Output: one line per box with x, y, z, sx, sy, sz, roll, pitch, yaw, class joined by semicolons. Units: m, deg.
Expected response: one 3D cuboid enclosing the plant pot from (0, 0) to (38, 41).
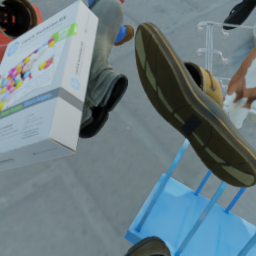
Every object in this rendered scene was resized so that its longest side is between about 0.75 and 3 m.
-2.617;-2.428;6.204;0.898;0.908;0.908;24;57;42;plant pot

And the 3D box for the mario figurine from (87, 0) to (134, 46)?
-0.439;-3.247;6.569;1.650;2.674;1.417;1;69;12;mario figurine

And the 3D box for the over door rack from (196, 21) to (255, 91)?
2.620;-1.657;6.522;2.063;0.687;1.524;3;78;7;over door rack

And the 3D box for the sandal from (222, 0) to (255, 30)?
2.584;-2.686;6.342;0.410;1.091;0.261;15;50;-25;sandal

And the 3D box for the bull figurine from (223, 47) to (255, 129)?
2.066;-0.752;4.325;0.750;2.302;1.397;34;42;9;bull figurine

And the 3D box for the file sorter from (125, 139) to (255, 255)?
1.749;1.278;4.214;2.747;1.685;1.906;29;24;12;file sorter

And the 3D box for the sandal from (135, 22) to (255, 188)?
0.814;-0.315;3.223;0.587;0.879;2.152;-35;78;-22;sandal

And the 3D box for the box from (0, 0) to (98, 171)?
-1.500;-0.649;4.518;1.961;0.518;2.515;-14;55;32;box

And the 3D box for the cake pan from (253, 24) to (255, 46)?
5.237;-2.993;9.463;2.079;0.381;2.079;0;57;0;cake pan

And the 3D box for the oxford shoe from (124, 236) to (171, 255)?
-0.124;1.884;3.225;1.538;0.649;0.559;-43;87;-10;oxford shoe

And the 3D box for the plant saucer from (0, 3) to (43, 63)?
-4.254;-3.365;9.654;2.645;0.486;2.650;-16;59;-10;plant saucer

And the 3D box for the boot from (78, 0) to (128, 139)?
-0.460;-1.133;5.204;1.636;0.848;2.505;39;104;43;boot
